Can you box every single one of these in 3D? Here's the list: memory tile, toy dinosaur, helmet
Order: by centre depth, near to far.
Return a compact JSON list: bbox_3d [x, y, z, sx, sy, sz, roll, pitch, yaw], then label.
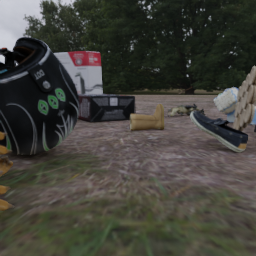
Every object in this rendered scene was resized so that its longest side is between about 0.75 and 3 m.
[{"bbox_3d":[-1.979,0.638,2.606,1.584,0.901,2.983,-23,-2,13],"label":"toy dinosaur"},{"bbox_3d":[-1.911,-0.453,5.259,2.052,1.956,2.052,-6,42,6],"label":"helmet"},{"bbox_3d":[2.455,-0.507,5.878,0.126,1.153,1.504,9,-10,11],"label":"memory tile"},{"bbox_3d":[2.863,-0.807,12.780,2.348,0.557,1.035,-2,1,-37],"label":"toy dinosaur"}]

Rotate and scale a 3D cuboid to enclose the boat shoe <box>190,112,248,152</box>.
[{"bbox_3d":[1.885,-0.018,5.815,1.322,0.411,0.493,38,32,30],"label":"boat shoe"}]

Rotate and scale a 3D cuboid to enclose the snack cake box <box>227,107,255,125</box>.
[{"bbox_3d":[4.540,-0.444,9.979,0.969,0.566,1.685,-8,11,-38],"label":"snack cake box"}]

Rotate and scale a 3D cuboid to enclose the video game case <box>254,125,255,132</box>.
[{"bbox_3d":[3.929,-1.027,6.090,0.337,2.642,2.387,17,2,-8],"label":"video game case"}]

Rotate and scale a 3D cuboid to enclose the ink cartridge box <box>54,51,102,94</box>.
[{"bbox_3d":[-2.495,-2.190,13.785,2.159,2.942,1.219,3,12,25],"label":"ink cartridge box"}]

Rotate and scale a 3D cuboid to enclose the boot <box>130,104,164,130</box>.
[{"bbox_3d":[0.574,-0.351,8.540,1.026,0.899,0.339,1,-26,-8],"label":"boot"}]

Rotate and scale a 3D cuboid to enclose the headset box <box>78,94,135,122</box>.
[{"bbox_3d":[-1.192,-0.905,11.699,1.949,0.984,2.623,-4,9,-31],"label":"headset box"}]

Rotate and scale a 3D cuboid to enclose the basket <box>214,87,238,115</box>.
[{"bbox_3d":[3.718,-0.976,10.088,1.154,0.803,1.018,7,-35,-46],"label":"basket"}]

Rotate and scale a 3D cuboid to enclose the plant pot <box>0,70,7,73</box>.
[{"bbox_3d":[-3.498,-1.150,10.422,1.956,2.082,2.082,11,11,18],"label":"plant pot"}]
